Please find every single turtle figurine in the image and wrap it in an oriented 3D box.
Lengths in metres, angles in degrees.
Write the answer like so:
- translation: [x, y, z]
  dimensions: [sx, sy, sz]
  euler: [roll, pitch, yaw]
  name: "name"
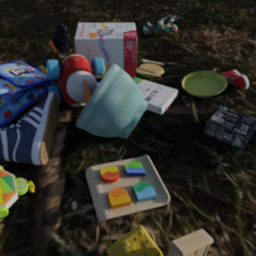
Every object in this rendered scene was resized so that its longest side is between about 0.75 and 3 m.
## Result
- translation: [1.961, -5.686, 15.689]
  dimensions: [2.080, 1.047, 1.558]
  euler: [1, 19, 28]
  name: "turtle figurine"

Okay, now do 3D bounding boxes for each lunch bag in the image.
- translation: [-4.385, -1.543, 10.493]
  dimensions: [2.146, 1.341, 2.850]
  euler: [28, 49, 29]
  name: "lunch bag"

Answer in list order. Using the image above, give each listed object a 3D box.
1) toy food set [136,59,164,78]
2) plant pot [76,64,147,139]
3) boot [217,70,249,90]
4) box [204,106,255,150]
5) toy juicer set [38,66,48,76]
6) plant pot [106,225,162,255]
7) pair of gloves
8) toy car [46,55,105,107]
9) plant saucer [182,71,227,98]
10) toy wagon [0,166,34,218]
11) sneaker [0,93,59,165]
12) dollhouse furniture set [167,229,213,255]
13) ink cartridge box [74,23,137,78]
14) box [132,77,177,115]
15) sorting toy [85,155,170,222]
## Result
- translation: [0.995, -2.567, 12.607]
  dimensions: [1.213, 0.353, 1.756]
  euler: [13, 33, 6]
  name: "toy food set"
- translation: [-0.378, -0.630, 9.013]
  dimensions: [1.581, 2.360, 2.360]
  euler: [32, 44, -4]
  name: "plant pot"
- translation: [4.280, -1.975, 11.729]
  dimensions: [1.042, 0.523, 1.444]
  euler: [-7, 33, -8]
  name: "boot"
- translation: [3.439, -0.048, 9.362]
  dimensions: [1.355, 0.584, 1.110]
  euler: [25, 46, 26]
  name: "box"
- translation: [-3.837, -1.622, 11.318]
  dimensions: [1.887, 0.514, 1.201]
  euler: [-42, 59, -13]
  name: "toy juicer set"
- translation: [0.167, 2.583, 5.821]
  dimensions: [0.903, 0.924, 0.897]
  euler: [-29, 62, -24]
  name: "plant pot"
- translation: [-2.451, -2.985, 11.353]
  dimensions: [0.274, 2.214, 1.973]
  euler: [-30, 5, -30]
  name: "pair of gloves"
- translation: [-1.666, -1.340, 9.760]
  dimensions: [2.007, 1.926, 2.177]
  euler: [-7, 34, -19]
  name: "toy car"
- translation: [3.103, -1.751, 11.493]
  dimensions: [1.777, 0.276, 1.777]
  euler: [-5, 42, 5]
  name: "plant saucer"
- translation: [-3.482, 1.620, 7.269]
  dimensions: [1.980, 0.392, 1.536]
  euler: [-8, 43, -24]
  name: "toy wagon"
- translation: [-3.168, -0.089, 8.942]
  dimensions: [1.554, 1.004, 2.864]
  euler: [-1, 48, 2]
  name: "sneaker"
- translation: [1.568, 3.109, 4.507]
  dimensions: [2.204, 1.262, 2.585]
  euler: [-5, 29, -35]
  name: "dollhouse furniture set"
- translation: [-0.958, -3.418, 12.355]
  dimensions: [2.583, 1.868, 1.877]
  euler: [-2, 40, -2]
  name: "ink cartridge box"
- translation: [0.747, -1.311, 11.054]
  dimensions: [1.990, 0.362, 1.436]
  euler: [23, 45, 23]
  name: "box"
- translation: [-0.069, 1.527, 7.684]
  dimensions: [1.943, 0.354, 1.799]
  euler: [-12, 42, -14]
  name: "sorting toy"
